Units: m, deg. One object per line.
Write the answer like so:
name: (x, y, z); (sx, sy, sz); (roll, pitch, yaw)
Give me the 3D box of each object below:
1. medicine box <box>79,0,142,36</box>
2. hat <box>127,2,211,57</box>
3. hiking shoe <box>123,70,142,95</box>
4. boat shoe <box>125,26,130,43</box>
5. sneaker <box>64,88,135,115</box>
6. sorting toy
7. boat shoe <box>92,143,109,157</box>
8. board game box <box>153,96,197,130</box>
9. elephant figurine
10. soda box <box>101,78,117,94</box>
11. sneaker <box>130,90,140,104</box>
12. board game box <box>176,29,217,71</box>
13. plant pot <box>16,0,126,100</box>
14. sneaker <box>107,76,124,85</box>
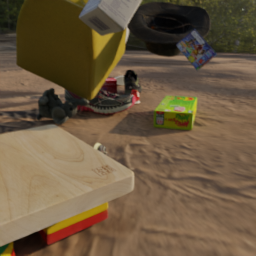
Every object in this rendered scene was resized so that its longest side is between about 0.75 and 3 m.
medicine box: (-0.275, -2.912, 6.236); (0.746, 1.449, 1.320); (33, -4, -28)
hat: (1.329, -3.082, 9.278); (2.880, 1.162, 2.880); (-1, 46, 1)
hiking shoe: (0.231, -2.224, 13.462); (0.896, 1.191, 2.366); (0, 19, 0)
boat shoe: (-0.070, -4.528, 12.433); (0.634, 1.815, 0.601); (18, 17, 41)
sneaker: (-1.141, -1.155, 10.488); (2.890, 1.079, 1.165); (6, 20, 16)
sorting toy: (-1.851, 1.001, 4.219); (2.810, 0.984, 2.827); (-14, 23, -35)
boat shoe: (-0.570, 0.807, 5.547); (0.560, 0.633, 1.728); (15, 19, -2)
board game box: (1.673, -0.577, 9.580); (1.187, 0.556, 2.337); (5, 19, 15)
elephant figurine: (-2.157, -0.583, 9.167); (1.452, 1.126, 1.027); (28, 60, 4)
soda box: (-1.671, -1.983, 13.528); (2.210, 0.701, 0.774); (-5, 19, -12)
sneaker: (0.048, -1.244, 11.480); (0.411, 0.606, 1.049); (16, 25, 40)
board game box: (1.597, -1.839, 6.603); (0.839, 0.568, 0.144); (59, 17, 23)
plant pot: (-1.655, -3.216, 8.705); (2.839, 2.904, 2.821); (26, 57, 4)
sneaker: (-0.751, -2.722, 15.929); (1.562, 0.552, 0.775); (-16, 29, -29)
